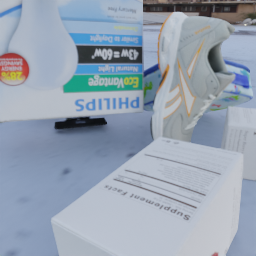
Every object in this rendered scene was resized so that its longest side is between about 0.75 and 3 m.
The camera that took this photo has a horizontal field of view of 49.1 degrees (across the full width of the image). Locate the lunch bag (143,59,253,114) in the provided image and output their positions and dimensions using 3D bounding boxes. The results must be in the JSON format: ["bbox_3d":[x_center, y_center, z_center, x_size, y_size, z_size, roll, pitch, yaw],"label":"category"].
[{"bbox_3d":[1.629,-0.980,6.703,2.462,1.015,1.979,2,-11,-35],"label":"lunch bag"}]

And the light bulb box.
[{"bbox_3d":[-1.294,-1.674,5.467,2.828,2.853,1.780,-6,11,-19],"label":"light bulb box"}]

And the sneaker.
[{"bbox_3d":[1.165,-0.581,4.940,1.245,2.706,1.024,13,25,28],"label":"sneaker"}]

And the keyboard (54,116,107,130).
[{"bbox_3d":[-1.206,-0.134,7.085,1.279,0.132,0.813,-5,20,-11],"label":"keyboard"}]

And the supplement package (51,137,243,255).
[{"bbox_3d":[0.361,1.054,2.990,1.142,1.157,1.908,12,29,34],"label":"supplement package"}]

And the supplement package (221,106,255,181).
[{"bbox_3d":[2.587,0.315,5.017,1.682,1.020,1.008,7,25,16],"label":"supplement package"}]
